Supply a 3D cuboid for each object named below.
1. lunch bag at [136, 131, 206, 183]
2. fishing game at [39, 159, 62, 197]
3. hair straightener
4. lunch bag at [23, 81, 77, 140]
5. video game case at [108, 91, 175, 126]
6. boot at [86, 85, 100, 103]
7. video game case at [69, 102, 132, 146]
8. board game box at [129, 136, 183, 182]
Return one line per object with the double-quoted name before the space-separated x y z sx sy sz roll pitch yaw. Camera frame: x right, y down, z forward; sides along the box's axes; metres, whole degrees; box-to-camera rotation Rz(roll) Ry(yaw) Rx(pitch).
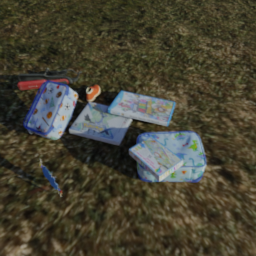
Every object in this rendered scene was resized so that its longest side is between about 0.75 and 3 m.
"lunch bag" 1.380 0.910 9.305 2.205 0.909 1.772 -3 43 0
"fishing game" -2.282 1.487 8.339 0.186 0.856 1.195 -32 75 -28
"hair straightener" -3.645 -2.474 13.060 2.917 0.597 1.123 -10 59 -8
"lunch bag" -2.939 -0.650 10.395 1.718 0.810 2.144 19 79 32
"video game case" 0.598 -0.851 11.552 2.444 0.218 1.749 13 36 11
"boot" -1.554 -1.655 12.373 0.399 0.570 1.063 7 44 16
"video game case" -0.998 -0.227 11.079 2.063 0.227 1.880 13 44 14
"board game box" 0.823 0.892 8.517 0.946 0.241 1.408 -29 47 -25
